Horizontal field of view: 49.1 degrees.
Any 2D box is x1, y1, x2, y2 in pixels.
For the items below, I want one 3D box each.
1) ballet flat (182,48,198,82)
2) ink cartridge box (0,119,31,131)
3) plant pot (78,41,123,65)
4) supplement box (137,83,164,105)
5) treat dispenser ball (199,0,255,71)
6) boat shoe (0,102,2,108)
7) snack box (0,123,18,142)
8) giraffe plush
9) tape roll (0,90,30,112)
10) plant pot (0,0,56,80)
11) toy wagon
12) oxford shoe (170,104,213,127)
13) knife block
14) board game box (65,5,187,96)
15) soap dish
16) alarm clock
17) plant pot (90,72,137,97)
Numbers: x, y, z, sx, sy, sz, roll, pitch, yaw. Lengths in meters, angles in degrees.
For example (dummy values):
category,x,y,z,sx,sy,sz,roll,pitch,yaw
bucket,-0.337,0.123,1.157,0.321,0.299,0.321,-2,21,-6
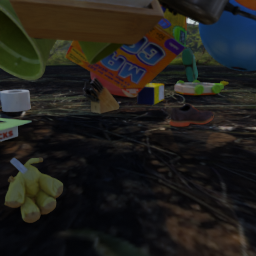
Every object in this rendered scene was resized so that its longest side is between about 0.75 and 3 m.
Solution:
category,x,y,z,sx,sy,sz,roll,pitch,yaw
ballet flat,2.029,-2.092,9.130,0.392,1.165,0.410,5,35,36
ink cartridge box,-4.094,-0.194,6.741,2.062,0.679,2.833,6,18,21
plant pot,-0.741,-2.534,6.395,1.476,1.578,1.476,-35,7,5
supplement box,1.041,-1.560,12.691,0.780,0.776,1.425,7,17,25
treat dispenser ball,3.110,-2.752,7.035,2.595,2.595,2.595,0,15,0
boat shoe,-5.625,-1.013,11.364,1.184,0.434,0.441,-5,16,-17
snack box,-4.141,0.347,6.593,1.037,0.351,2.884,9,18,30
giraffe plush,-1.513,0.911,4.140,0.781,0.905,0.734,-29,-2,-40
tape roll,-4.441,-1.086,11.066,1.068,0.733,1.068,0,15,0
plant pot,-1.935,-2.224,5.321,1.916,1.916,1.762,10,58,33
toy wagon,4.171,-2.253,15.591,2.973,0.588,2.307,-4,16,-16
oxford shoe,2.102,-0.448,8.983,1.689,0.613,0.601,-9,18,-30
knife block,-0.991,-1.279,10.611,0.493,1.352,1.540,13,20,37
board game box,0.023,-3.490,9.680,2.854,2.857,2.855,27,-38,-20
soap dish,-0.607,-1.925,3.556,1.611,0.831,2.047,-2,54,-18
alarm clock,1.251,-2.555,5.368,2.806,0.934,1.892,27,21,12
plant pot,-0.308,-2.748,14.264,2.562,2.562,2.267,-11,29,-36
